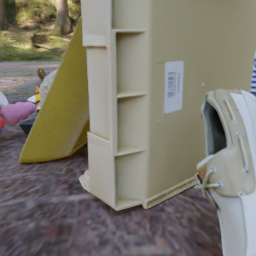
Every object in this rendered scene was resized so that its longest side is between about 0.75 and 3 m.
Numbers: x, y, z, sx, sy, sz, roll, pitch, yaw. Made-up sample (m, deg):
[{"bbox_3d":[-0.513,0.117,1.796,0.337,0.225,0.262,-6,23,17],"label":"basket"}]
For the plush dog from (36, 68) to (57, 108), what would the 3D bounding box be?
[{"bbox_3d":[-1.082,-0.880,5.534,1.435,1.341,1.671,-26,4,38],"label":"plush dog"}]

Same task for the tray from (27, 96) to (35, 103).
[{"bbox_3d":[-2.527,-1.327,11.321,1.433,0.296,2.669,12,19,38],"label":"tray"}]

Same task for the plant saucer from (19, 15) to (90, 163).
[{"bbox_3d":[-0.608,-0.732,5.651,0.703,2.904,2.903,32,21,4],"label":"plant saucer"}]

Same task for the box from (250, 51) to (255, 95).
[{"bbox_3d":[2.515,-0.898,6.745,1.887,1.736,0.990,-6,8,-2],"label":"box"}]

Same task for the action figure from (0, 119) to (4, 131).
[{"bbox_3d":[-3.174,-0.097,6.293,0.476,0.722,1.459,-7,20,-12],"label":"action figure"}]

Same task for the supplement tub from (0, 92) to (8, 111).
[{"bbox_3d":[-3.667,-0.590,7.338,0.838,0.588,0.588,-27,16,3],"label":"supplement tub"}]

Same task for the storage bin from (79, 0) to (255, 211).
[{"bbox_3d":[0.596,-0.709,4.242,2.959,2.981,1.397,-14,22,-38],"label":"storage bin"}]

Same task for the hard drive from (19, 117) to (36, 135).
[{"bbox_3d":[-1.558,-0.104,6.540,1.582,0.335,1.067,-2,15,14],"label":"hard drive"}]

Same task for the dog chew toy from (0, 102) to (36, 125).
[{"bbox_3d":[-2.454,-0.365,6.319,0.751,0.468,0.468,-26,28,-31],"label":"dog chew toy"}]

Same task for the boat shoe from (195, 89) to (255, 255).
[{"bbox_3d":[0.983,0.488,2.672,0.684,0.748,2.001,14,56,-3],"label":"boat shoe"}]

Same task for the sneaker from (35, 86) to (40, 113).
[{"bbox_3d":[-1.772,-0.999,8.558,2.092,0.941,0.731,-9,-11,-20],"label":"sneaker"}]
